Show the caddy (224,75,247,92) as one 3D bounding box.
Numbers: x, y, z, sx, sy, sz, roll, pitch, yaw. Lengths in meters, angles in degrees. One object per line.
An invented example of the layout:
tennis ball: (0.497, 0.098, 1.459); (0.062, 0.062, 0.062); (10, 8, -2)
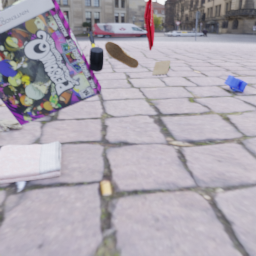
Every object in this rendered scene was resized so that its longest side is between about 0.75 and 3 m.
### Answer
caddy: (6.166, -2.476, 16.154); (1.040, 0.772, 1.471); (21, 19, -9)

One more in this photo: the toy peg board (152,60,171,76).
toy peg board: (1.645, -2.771, 13.408); (0.781, 0.382, 0.778); (2, 64, 33)

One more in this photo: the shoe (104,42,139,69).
shoe: (-0.318, -3.222, 12.546); (1.743, 0.609, 0.465); (34, 6, -12)

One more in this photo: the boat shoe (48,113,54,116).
boat shoe: (-3.877, -0.933, 12.476); (0.773, 0.757, 2.169); (-26, 29, -17)

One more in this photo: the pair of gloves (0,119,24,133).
pair of gloves: (-4.895, 0.011, 10.589); (1.255, 0.259, 1.476); (8, 21, 28)

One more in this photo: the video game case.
video game case: (-2.174, -1.470, 6.434); (2.292, 2.528, 0.453); (-20, 33, 10)

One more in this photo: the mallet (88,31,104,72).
mallet: (-0.831, -2.012, 6.755); (0.328, 0.525, 1.593); (-3, 49, -12)

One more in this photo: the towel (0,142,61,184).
towel: (-2.906, 0.937, 8.199); (1.858, 0.314, 1.945); (-5, 22, -12)

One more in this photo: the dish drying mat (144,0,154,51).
dish drying mat: (0.846, -3.831, 10.581); (0.203, 0.856, 2.228); (6, -13, 10)
